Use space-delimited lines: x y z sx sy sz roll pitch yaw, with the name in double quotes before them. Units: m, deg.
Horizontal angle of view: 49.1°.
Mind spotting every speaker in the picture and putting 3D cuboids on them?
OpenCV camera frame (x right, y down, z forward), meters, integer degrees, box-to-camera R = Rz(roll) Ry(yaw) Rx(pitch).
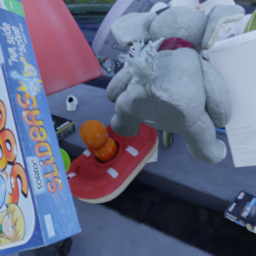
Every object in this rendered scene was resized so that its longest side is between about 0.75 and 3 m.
"speaker" 3.436 -2.533 7.626 0.682 0.682 1.680 4 36 8

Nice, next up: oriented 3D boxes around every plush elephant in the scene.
"plush elephant" 0.759 -1.011 4.672 2.193 2.663 2.062 14 64 23

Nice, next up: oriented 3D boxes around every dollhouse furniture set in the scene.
"dollhouse furniture set" 2.412 -3.677 7.392 1.382 1.095 0.981 -16 -3 42

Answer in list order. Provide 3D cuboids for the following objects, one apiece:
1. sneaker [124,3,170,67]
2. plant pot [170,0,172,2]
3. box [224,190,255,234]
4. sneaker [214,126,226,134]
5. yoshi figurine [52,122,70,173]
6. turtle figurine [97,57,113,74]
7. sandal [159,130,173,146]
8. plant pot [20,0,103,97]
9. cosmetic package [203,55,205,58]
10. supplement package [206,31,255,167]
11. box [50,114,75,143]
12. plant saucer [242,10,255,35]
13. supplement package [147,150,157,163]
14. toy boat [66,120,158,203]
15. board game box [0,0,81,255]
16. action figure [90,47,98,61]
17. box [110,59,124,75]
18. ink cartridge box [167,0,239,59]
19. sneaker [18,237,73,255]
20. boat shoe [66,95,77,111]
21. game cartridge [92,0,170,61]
"sneaker" 0.871 -1.654 6.376 1.454 0.951 2.530 21 73 10
"plant pot" 1.312 -4.473 9.587 0.974 1.391 1.391 18 30 -2
"box" 2.587 1.765 5.848 0.847 0.212 0.853 25 37 35
"sneaker" 2.499 -0.580 9.206 2.328 0.965 0.825 20 34 31
"yoshi figurine" -1.540 0.285 4.693 0.925 1.646 0.922 -39 35 -12
"turtle figurine" -1.179 -2.287 10.346 0.975 0.656 1.302 17 37 43
"sandal" 1.104 -0.216 8.781 0.612 0.851 2.144 -7 28 15
"plant pot" -2.308 -1.887 6.339 2.842 2.514 2.842 -19 12 4
"cosmetic package" 2.595 -2.992 12.633 2.139 1.790 1.779 13 32 22
"supplement package" 2.451 -0.608 5.176 1.347 2.222 1.331 -10 19 28
"box" -2.657 0.129 8.539 1.330 0.411 1.665 16 33 28
"plant saucer" 3.184 -1.692 6.386 2.218 2.218 0.345 -21 15 -32
"supplement package" 0.221 0.359 7.798 0.743 0.715 1.306 -11 32 -19
"toy boat" -0.554 0.453 6.217 2.358 1.541 1.539 -48 38 -14
"board game box" -1.709 0.085 3.410 1.886 2.786 0.480 -26 -14 32
"action figure" -1.238 -2.332 9.557 0.558 0.939 0.479 -22 63 -43
"box" -0.304 -3.137 14.035 0.931 0.656 1.258 -9 31 -15
"ink cartridge box" 2.437 -3.294 8.498 1.762 2.173 0.545 -38 14 -7
"sneaker" -1.250 2.182 4.811 1.623 0.488 0.847 20 40 37
"boat shoe" -2.162 -1.024 10.590 0.398 0.378 1.104 -1 30 -1
"game cartridge" 0.055 -3.154 8.422 0.517 2.553 1.702 52 28 16
